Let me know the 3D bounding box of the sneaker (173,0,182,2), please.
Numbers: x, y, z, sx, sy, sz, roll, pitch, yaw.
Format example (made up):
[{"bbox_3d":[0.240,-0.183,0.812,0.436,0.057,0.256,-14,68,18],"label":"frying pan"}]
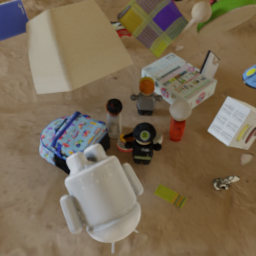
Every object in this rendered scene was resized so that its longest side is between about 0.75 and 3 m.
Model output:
[{"bbox_3d":[2.499,-5.860,11.249,2.333,0.860,1.012,-27,18,27],"label":"sneaker"}]

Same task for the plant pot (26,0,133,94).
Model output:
[{"bbox_3d":[-1.939,-2.790,9.615,2.695,2.389,2.698,-31,21,-34],"label":"plant pot"}]

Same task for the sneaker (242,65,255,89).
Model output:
[{"bbox_3d":[4.818,-1.610,9.279,2.670,1.106,0.946,-11,77,-26],"label":"sneaker"}]

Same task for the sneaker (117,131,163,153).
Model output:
[{"bbox_3d":[0.456,0.451,10.313,1.729,0.710,0.673,-10,52,-9],"label":"sneaker"}]

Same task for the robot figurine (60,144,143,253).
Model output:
[{"bbox_3d":[-0.712,1.970,8.057,2.493,1.660,2.940,-26,88,-28],"label":"robot figurine"}]

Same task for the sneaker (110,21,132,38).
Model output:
[{"bbox_3d":[-0.584,-3.765,11.106,1.707,0.725,0.657,3,48,27],"label":"sneaker"}]

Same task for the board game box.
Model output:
[{"bbox_3d":[2.167,-2.026,12.269,1.950,0.850,2.643,-33,57,-23],"label":"board game box"}]

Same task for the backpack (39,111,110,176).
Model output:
[{"bbox_3d":[-2.023,0.416,9.830,2.277,1.532,2.079,26,56,21],"label":"backpack"}]

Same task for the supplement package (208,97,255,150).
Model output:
[{"bbox_3d":[3.413,-0.122,8.677,1.192,1.246,0.917,10,25,-38],"label":"supplement package"}]

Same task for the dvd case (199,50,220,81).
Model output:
[{"bbox_3d":[2.663,-1.997,9.084,0.093,0.755,1.059,28,11,34],"label":"dvd case"}]

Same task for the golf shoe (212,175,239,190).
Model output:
[{"bbox_3d":[3.331,1.868,9.429,0.922,0.358,0.436,-11,62,-1],"label":"golf shoe"}]

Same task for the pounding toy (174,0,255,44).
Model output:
[{"bbox_3d":[3.122,-4.337,10.139,2.849,2.199,1.322,-18,88,-17],"label":"pounding toy"}]

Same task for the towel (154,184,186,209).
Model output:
[{"bbox_3d":[1.387,2.242,9.244,1.009,0.091,0.434,26,54,20],"label":"towel"}]

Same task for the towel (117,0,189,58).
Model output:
[{"bbox_3d":[0.991,-3.909,10.283,1.887,2.627,0.299,-41,46,17],"label":"towel"}]

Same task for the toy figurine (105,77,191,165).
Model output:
[{"bbox_3d":[0.632,-0.352,10.213,2.704,1.881,2.662,-31,57,-23],"label":"toy figurine"}]

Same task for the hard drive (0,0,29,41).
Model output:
[{"bbox_3d":[-4.177,-3.554,9.393,1.604,1.058,0.203,-30,37,-24],"label":"hard drive"}]
